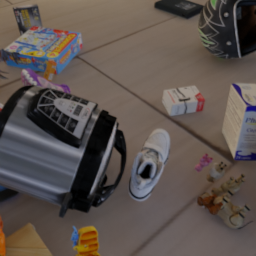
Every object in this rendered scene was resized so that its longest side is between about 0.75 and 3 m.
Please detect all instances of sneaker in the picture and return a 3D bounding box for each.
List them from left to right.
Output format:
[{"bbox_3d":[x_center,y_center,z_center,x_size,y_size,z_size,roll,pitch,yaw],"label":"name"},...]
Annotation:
[{"bbox_3d":[-2.504,-1.148,9.298,2.383,0.958,1.053,42,60,6],"label":"sneaker"},{"bbox_3d":[0.618,0.765,6.984,0.770,1.177,2.049,23,65,7],"label":"sneaker"}]

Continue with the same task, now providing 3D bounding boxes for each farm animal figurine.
[{"bbox_3d":[2.247,1.613,7.025,1.350,0.841,1.672,20,41,-6],"label":"farm animal figurine"}]

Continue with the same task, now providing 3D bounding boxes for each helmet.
[{"bbox_3d":[4.330,-4.311,11.622,2.851,2.991,2.991,-25,46,2],"label":"helmet"}]

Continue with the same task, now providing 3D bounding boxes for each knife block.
[{"bbox_3d":[-2.494,3.033,5.474,2.086,0.760,2.377,-33,51,-28],"label":"knife block"}]

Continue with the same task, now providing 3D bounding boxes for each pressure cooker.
[{"bbox_3d":[-1.448,0.524,6.677,2.880,2.572,2.533,21,88,-3],"label":"pressure cooker"}]

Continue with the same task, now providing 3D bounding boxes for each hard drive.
[{"bbox_3d":[2.908,-6.921,16.016,1.652,0.389,2.368,-35,54,-30],"label":"hard drive"}]

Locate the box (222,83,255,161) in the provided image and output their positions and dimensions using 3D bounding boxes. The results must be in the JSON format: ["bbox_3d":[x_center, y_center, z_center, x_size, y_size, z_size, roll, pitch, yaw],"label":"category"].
[{"bbox_3d":[3.388,-0.196,7.929,0.892,1.700,1.563,2,30,3],"label":"box"}]

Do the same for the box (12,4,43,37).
[{"bbox_3d":[-4.722,-5.050,13.352,1.132,1.430,0.346,-16,44,-17],"label":"box"}]

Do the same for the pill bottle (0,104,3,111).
[{"bbox_3d":[-4.154,0.448,7.301,1.447,1.447,2.573,5,42,5],"label":"pill bottle"}]

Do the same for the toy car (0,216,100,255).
[{"bbox_3d":[-2.024,1.963,5.698,2.878,0.958,1.412,2,14,-12],"label":"toy car"}]

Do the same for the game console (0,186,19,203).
[{"bbox_3d":[-4.538,0.886,7.148,1.653,2.384,2.793,-44,53,-1],"label":"game console"}]

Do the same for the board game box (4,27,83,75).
[{"bbox_3d":[-3.623,-3.457,12.223,2.443,0.697,2.495,12,45,12],"label":"board game box"}]

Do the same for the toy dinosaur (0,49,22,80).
[{"bbox_3d":[-5.071,-2.311,10.023,2.383,2.626,1.379,-7,22,18],"label":"toy dinosaur"}]

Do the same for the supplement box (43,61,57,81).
[{"bbox_3d":[-3.044,-2.214,10.907,0.254,0.764,0.263,32,18,21],"label":"supplement box"}]

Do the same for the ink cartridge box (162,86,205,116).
[{"bbox_3d":[1.908,-0.956,9.792,1.220,0.511,0.880,-10,45,-10],"label":"ink cartridge box"}]
